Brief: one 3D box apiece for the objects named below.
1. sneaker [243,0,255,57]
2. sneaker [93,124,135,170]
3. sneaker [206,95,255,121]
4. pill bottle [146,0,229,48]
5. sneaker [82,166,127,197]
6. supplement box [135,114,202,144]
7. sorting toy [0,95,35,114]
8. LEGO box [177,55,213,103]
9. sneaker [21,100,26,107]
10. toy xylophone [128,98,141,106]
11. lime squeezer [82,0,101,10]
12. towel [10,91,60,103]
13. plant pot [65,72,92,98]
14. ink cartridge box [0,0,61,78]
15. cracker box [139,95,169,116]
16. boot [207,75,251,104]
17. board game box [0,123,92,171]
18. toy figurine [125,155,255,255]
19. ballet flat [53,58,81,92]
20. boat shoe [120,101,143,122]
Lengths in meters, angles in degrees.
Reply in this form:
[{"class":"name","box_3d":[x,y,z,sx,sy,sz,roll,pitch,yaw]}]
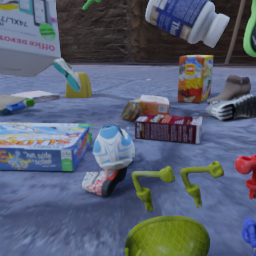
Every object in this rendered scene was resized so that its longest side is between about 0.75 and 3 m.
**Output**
[{"class":"sneaker","box_3d":[1.986,-1.660,3.788,0.528,1.376,0.576,-18,26,-41]},{"class":"sneaker","box_3d":[-0.247,0.311,5.391,0.760,0.766,2.115,-5,-1,-2]},{"class":"sneaker","box_3d":[3.579,-0.775,9.697,2.047,0.768,1.182,-9,16,-25]},{"class":"pill bottle","box_3d":[1.844,-3.462,8.741,2.345,1.301,1.301,30,22,9]},{"class":"sneaker","box_3d":[-0.400,0.814,4.833,0.530,0.330,0.989,8,20,19]},{"class":"supplement box","box_3d":[1.085,-0.006,7.403,1.649,0.502,0.897,3,16,16]},{"class":"sorting toy","box_3d":[-4.699,-0.849,10.419,2.738,0.373,1.542,9,26,27]},{"class":"LEGO box","box_3d":[3.150,-2.337,12.932,1.010,1.950,2.618,8,18,24]},{"class":"sneaker","box_3d":[-4.453,-0.994,11.224,0.973,0.325,0.522,14,20,31]},{"class":"toy xylophone","box_3d":[0.570,-1.008,11.338,0.799,0.274,1.091,15,22,41]},{"class":"lime squeezer","box_3d":[-0.666,-3.508,6.976,0.373,0.699,1.978,30,-43,-32]},{"class":"towel","box_3d":[-4.306,-1.472,12.987,1.626,0.274,1.703,10,18,32]},{"class":"plant pot","box_3d":[-2.416,-2.111,13.615,1.131,1.157,1.123,0,16,2]},{"class":"ink cartridge box","box_3d":[-3.628,-3.296,8.715,2.108,2.873,2.098,-2,-8,-43]},{"class":"cracker box","box_3d":[0.944,-0.848,10.294,1.030,0.444,1.538,7,16,2]},{"class":"boot","box_3d":[4.178,-1.586,11.614,1.683,1.231,0.591,2,16,6]},{"class":"board game box","box_3d":[-2.332,0.349,6.181,2.770,0.477,1.875,1,16,2]},{"class":"toy figurine","box_3d":[1.245,1.118,2.218,2.492,1.314,1.493,-2,21,-3]},{"class":"ballet flat","box_3d":[-1.283,-1.204,6.199,0.314,0.874,0.314,-41,1,1]},{"class":"boat shoe","box_3d":[0.149,-0.463,9.059,0.586,0.625,1.736,32,5,-8]}]
